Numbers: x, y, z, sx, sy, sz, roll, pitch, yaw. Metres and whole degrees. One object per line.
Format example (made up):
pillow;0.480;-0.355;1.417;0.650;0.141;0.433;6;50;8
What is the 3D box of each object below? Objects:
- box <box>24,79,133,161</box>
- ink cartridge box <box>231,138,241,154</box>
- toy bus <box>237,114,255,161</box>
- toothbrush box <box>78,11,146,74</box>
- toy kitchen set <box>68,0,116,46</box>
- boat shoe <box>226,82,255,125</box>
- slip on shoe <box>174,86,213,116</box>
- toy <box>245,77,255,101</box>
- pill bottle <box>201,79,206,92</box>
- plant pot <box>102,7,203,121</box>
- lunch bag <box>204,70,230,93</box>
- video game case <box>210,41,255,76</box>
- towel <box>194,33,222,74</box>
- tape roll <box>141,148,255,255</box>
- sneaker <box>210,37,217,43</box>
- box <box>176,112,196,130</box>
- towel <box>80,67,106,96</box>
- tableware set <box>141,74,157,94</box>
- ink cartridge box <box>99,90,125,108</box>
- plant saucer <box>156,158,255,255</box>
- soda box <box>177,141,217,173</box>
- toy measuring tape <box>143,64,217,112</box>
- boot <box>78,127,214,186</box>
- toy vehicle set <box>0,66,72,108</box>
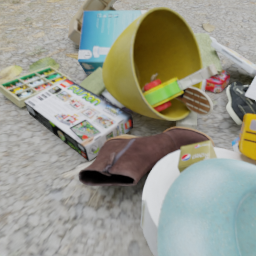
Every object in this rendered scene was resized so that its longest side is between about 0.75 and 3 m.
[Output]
box;-1.416;-0.377;7.716;1.569;0.495;2.851;-36;50;-28
ink cartridge box;2.800;0.562;6.235;0.607;0.618;0.840;41;30;-14
toy bus;3.284;0.433;5.068;2.400;0.940;0.781;13;4;19
toothbrush box;-0.260;-2.952;9.830;2.641;1.126;1.933;1;78;8
toy kitchen set;-1.088;-4.711;12.415;2.005;2.457;2.217;32;27;-28
boat shoe;3.309;-0.846;7.985;0.802;0.755;2.234;44;31;-7
slip on shoe;1.636;-0.794;7.334;0.458;0.575;1.512;3;24;-46
toy;4.006;-0.825;7.686;1.374;0.563;2.386;26;32;20
pill bottle;1.608;-1.272;8.749;1.472;0.834;0.834;12;40;17
plant pot;0.422;-1.543;7.576;1.961;2.762;2.762;-1;27;47
lunch bag;2.737;-1.659;9.586;1.220;0.500;1.074;25;49;28
video game case;3.874;-2.286;9.580;1.892;0.217;1.722;-3;43;-50
towel;2.252;-2.622;9.843;1.766;0.434;2.380;-2;48;1
tape roll;1.559;1.517;5.107;2.623;0.917;2.623;0;38;0
sneaker;2.577;-3.278;11.532;1.939;0.714;1.120;6;39;23
box;1.626;-0.325;7.869;0.534;0.445;1.300;7;38;9
towel;-1.083;-1.320;8.876;1.200;0.219;0.890;-42;54;1
tableware set;0.600;-1.180;7.942;0.102;0.878;0.733;34;86;9
ink cartridge box;-0.106;-1.077;8.940;1.355;0.297;1.367;-25;46;-28
plant saucer;1.679;1.458;3.209;2.760;0.531;2.760;12;53;-16
soda box;1.446;1.092;4.943;0.553;1.728;0.585;-15;28;25
toy measuring tape;1.043;-0.935;6.947;2.304;0.848;0.848;-21;19;44
boot;0.471;0.700;5.844;2.484;0.899;2.066;0;19;19
toy vehicle set;-3.018;-1.411;9.214;1.249;0.267;2.011;31;45;28
